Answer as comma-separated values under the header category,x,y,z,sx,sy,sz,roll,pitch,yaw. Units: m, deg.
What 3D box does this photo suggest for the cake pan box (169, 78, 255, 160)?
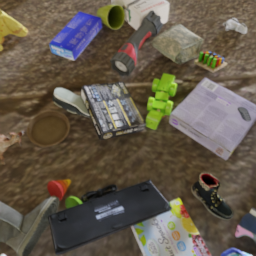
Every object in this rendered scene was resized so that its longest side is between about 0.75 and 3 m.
category,x,y,z,sx,sy,sz,roll,pitch,yaw
cake pan box,2.881,-0.418,9.437,2.394,0.626,2.205,34,61,20

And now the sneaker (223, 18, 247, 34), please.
category,x,y,z,sx,sy,sz,roll,pitch,yaw
sneaker,4.597,-4.335,12.104,0.608,0.397,1.058,-22,55,-13

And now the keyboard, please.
category,x,y,z,sx,sy,sz,roll,pitch,yaw
keyboard,-0.551,2.173,7.404,2.995,0.384,1.798,-15,29,-18

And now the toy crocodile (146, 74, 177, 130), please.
category,x,y,z,sx,sy,sz,roll,pitch,yaw
toy crocodile,1.173,-1.007,9.807,0.827,0.756,2.450,11,53,9

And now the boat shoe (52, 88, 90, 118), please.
category,x,y,z,sx,sy,sz,roll,pitch,yaw
boat shoe,-1.772,-0.765,9.682,1.758,0.530,0.665,31,47,-3

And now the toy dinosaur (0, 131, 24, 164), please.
category,x,y,z,sx,sy,sz,roll,pitch,yaw
toy dinosaur,-4.014,0.437,8.895,1.600,0.687,1.084,12,47,26

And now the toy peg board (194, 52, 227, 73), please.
category,x,y,z,sx,sy,sz,roll,pitch,yaw
toy peg board,3.211,-2.650,10.759,0.923,0.454,0.927,-30,53,-31

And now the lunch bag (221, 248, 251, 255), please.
category,x,y,z,sx,sy,sz,roll,pitch,yaw
lunch bag,2.934,3.606,5.645,2.207,2.596,1.654,28,61,16

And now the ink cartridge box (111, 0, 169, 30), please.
category,x,y,z,sx,sy,sz,roll,pitch,yaw
ink cartridge box,0.527,-5.399,12.451,1.622,0.936,2.220,-32,62,-19

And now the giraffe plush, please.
category,x,y,z,sx,sy,sz,roll,pitch,yaw
giraffe plush,-5.227,-3.931,11.377,1.520,1.762,1.429,36,93,15

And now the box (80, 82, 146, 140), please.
category,x,y,z,sx,sy,sz,roll,pitch,yaw
box,-0.529,-0.649,9.408,1.610,0.491,1.998,-13,59,-25

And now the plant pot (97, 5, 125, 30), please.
category,x,y,z,sx,sy,sz,roll,pitch,yaw
plant pot,-0.860,-4.893,12.214,0.993,0.993,1.062,-40,47,-22

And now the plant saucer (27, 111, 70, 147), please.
category,x,y,z,sx,sy,sz,roll,pitch,yaw
plant saucer,-2.647,0.045,9.370,1.425,0.210,1.425,0,57,0

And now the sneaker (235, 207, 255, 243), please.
category,x,y,z,sx,sy,sz,roll,pitch,yaw
sneaker,3.833,3.225,7.105,0.981,0.839,2.391,-45,67,0

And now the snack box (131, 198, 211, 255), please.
category,x,y,z,sx,sy,sz,roll,pitch,yaw
snack box,1.075,2.962,7.241,1.496,0.600,1.773,-19,58,-14

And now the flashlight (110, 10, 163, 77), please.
category,x,y,z,sx,sy,sz,roll,pitch,yaw
flashlight,0.414,-3.261,10.935,0.954,0.951,2.809,38,66,-4

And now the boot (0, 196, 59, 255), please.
category,x,y,z,sx,sy,sz,roll,pitch,yaw
boot,-3.186,2.317,7.694,2.041,0.741,1.856,21,57,21

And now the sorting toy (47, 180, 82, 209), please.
category,x,y,z,sx,sy,sz,roll,pitch,yaw
sorting toy,-1.442,2.041,8.000,1.862,0.646,0.641,35,35,18

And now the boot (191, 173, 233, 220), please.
category,x,y,z,sx,sy,sz,roll,pitch,yaw
boot,2.378,1.885,7.685,0.496,1.038,1.374,-40,65,-22

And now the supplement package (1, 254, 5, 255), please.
category,x,y,z,sx,sy,sz,roll,pitch,yaw
supplement package,-1.927,4.249,5.613,2.827,1.658,1.652,25,45,15

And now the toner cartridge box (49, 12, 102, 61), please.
category,x,y,z,sx,sy,sz,roll,pitch,yaw
toner cartridge box,-2.146,-3.885,11.729,1.114,0.506,2.346,22,59,15

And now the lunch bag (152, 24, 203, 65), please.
category,x,y,z,sx,sy,sz,roll,pitch,yaw
lunch bag,1.872,-3.197,10.994,1.603,0.942,1.314,-30,60,-27
